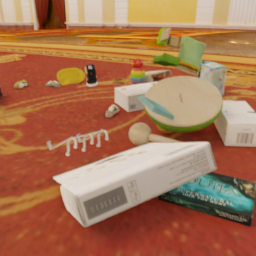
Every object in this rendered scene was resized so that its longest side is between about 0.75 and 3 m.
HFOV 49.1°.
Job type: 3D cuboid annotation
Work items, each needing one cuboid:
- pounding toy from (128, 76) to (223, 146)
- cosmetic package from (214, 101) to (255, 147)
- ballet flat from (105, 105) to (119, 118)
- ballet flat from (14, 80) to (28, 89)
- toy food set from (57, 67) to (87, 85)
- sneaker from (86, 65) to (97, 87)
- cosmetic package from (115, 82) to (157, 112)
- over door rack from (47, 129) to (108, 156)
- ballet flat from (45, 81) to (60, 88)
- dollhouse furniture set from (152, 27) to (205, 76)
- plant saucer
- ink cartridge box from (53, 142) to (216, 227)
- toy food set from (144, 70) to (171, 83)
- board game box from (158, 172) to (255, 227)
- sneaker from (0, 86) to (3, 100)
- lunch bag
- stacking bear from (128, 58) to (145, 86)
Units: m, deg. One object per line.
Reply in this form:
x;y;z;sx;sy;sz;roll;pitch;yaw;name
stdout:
1.476;-0.169;8.236;2.216;1.332;2.871;15;50;23;pounding toy
3.297;-0.194;8.554;1.053;0.767;2.071;2;25;4;cosmetic package
-0.547;-0.654;10.128;0.317;0.314;0.933;7;25;15;ballet flat
-5.059;-2.067;13.327;0.307;0.335;0.975;14;26;3;ballet flat
-1.802;-1.633;9.272;1.102;0.360;0.649;-13;63;-22;toy food set
-1.098;-1.571;8.170;0.328;0.501;0.896;-10;31;-2;sneaker
0.962;-1.352;11.214;2.816;0.713;1.162;-12;26;-25;cosmetic package
-1.292;0.403;7.241;1.027;0.463;1.390;-13;2;-41;over door rack
-3.646;-2.135;13.519;0.857;0.273;0.289;12;27;25;ballet flat
1.863;-2.471;9.121;1.800;1.179;0.904;13;4;-19;dollhouse furniture set
0.695;-0.455;6.541;0.501;0.136;1.433;45;15;25;plant saucer
-0.032;0.964;5.853;2.755;0.600;2.391;-18;3;-23;ink cartridge box
1.204;-2.594;14.407;1.772;0.535;1.271;-21;19;-41;toy food set
1.651;1.302;5.796;1.777;0.250;1.202;11;26;23;board game box
-5.590;-1.320;11.286;0.822;0.595;1.683;-6;22;-15;sneaker
3.525;-2.209;12.368;0.950;1.327;1.557;-8;25;-16;lunch bag
0.441;-2.614;13.275;0.761;1.339;0.813;-5;24;-11;stacking bear
